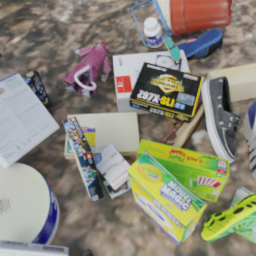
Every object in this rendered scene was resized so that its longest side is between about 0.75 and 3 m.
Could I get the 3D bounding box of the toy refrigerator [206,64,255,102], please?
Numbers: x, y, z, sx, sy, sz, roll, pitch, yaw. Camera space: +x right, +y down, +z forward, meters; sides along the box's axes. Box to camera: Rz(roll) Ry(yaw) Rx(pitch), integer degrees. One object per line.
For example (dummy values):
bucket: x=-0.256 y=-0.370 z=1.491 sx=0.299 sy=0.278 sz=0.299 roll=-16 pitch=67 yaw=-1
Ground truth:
toy refrigerator: x=4.120 y=-1.643 z=10.074 sx=2.566 sy=0.974 sz=0.898 roll=-11 pitch=55 yaw=-7

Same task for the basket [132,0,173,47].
basket: x=1.369 y=-4.608 z=11.692 sx=2.129 sy=1.481 sz=1.877 roll=-20 pitch=86 yaw=14

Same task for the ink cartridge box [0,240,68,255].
ink cartridge box: x=-2.182 y=3.415 z=5.906 sx=1.495 sy=0.441 sz=1.868 roll=12 pitch=90 yaw=-13

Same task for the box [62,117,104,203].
box: x=-1.180 y=0.876 z=7.486 sx=0.379 sy=2.009 sz=1.372 roll=-20 pitch=47 yaw=-14

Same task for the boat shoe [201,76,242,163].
boat shoe: x=3.021 y=-0.324 z=8.639 sx=0.964 sy=0.914 sz=2.758 roll=14 pitch=63 yaw=-42

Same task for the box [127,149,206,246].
box: x=0.840 y=1.692 z=6.469 sx=0.694 sy=2.867 sz=1.682 roll=-40 pitch=63 yaw=-18

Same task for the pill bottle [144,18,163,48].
pill bottle: x=0.878 y=-3.351 z=9.833 sx=0.590 sy=0.986 sz=0.590 roll=-6 pitch=66 yaw=15

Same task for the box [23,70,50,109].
box: x=-3.192 y=-0.880 z=9.214 sx=0.366 sy=1.464 sz=1.475 roll=10 pitch=56 yaw=10

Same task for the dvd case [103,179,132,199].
dvd case: x=-0.236 y=1.649 z=8.228 sx=0.827 sy=0.091 sz=0.603 roll=-23 pitch=58 yaw=-15

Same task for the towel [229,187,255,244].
towel: x=3.273 y=2.342 z=7.674 sx=0.963 sy=0.198 sz=1.291 roll=28 pitch=59 yaw=20

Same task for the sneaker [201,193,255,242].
sneaker: x=2.742 y=2.428 z=7.103 sx=1.876 sy=0.784 sz=0.695 roll=-33 pitch=13 yaw=10

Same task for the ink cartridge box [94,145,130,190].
ink cartridge box: x=-0.439 y=1.144 z=8.142 sx=0.767 sy=0.447 sz=1.061 roll=-38 pitch=68 yaw=-11

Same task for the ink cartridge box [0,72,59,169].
ink cartridge box: x=-3.222 y=-0.270 z=7.731 sx=2.039 sy=0.414 sz=2.035 roll=56 pitch=43 yaw=-11

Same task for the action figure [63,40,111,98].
action figure: x=-1.389 y=-2.285 z=9.938 sx=1.542 sy=1.714 sz=2.301 roll=29 pitch=77 yaw=-5

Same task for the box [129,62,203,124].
box: x=1.195 y=-1.144 z=8.803 sx=1.994 sy=0.492 sz=1.593 roll=17 pitch=64 yaw=9

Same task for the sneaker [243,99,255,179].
sneaker: x=4.585 y=0.389 z=8.651 sx=1.564 sy=1.094 sz=2.708 roll=7 pitch=61 yaw=1

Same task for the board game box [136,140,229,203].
board game box: x=1.415 y=1.199 z=7.813 sx=2.403 sy=1.221 sz=0.572 roll=13 pitch=41 yaw=9

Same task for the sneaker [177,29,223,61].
sneaker: x=2.706 y=-3.050 z=11.278 sx=2.320 sy=0.904 sz=0.814 roll=-23 pitch=56 yaw=10

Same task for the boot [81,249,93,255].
boot: x=-0.730 y=3.358 z=6.836 sx=0.761 sy=0.303 sz=0.924 roll=-39 pitch=60 yaw=-13

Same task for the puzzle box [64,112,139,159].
puzzle box: x=-0.839 y=0.216 z=9.141 sx=2.366 sy=0.301 sz=1.574 roll=-2 pitch=55 yaw=-1

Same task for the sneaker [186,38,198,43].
sneaker: x=3.033 y=-3.615 z=11.872 sx=1.351 sy=0.534 sz=0.644 roll=-7 pitch=36 yaw=-8

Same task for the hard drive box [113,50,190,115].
hard drive box: x=0.837 y=-1.600 z=9.938 sx=2.595 sy=0.997 sz=2.023 roll=-6 pitch=59 yaw=-4

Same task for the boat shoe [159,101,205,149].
boat shoe: x=1.750 y=-0.098 z=9.069 sx=0.856 sy=0.858 sz=2.377 roll=29 pitch=65 yaw=19

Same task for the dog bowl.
dog bowl: x=-3.188 y=2.247 z=7.227 sx=2.616 sy=1.030 sz=2.616 roll=0 pitch=54 yaw=0

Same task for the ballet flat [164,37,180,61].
ballet flat: x=1.510 y=-2.616 z=9.364 sx=0.338 sy=0.312 sz=1.001 roll=-27 pitch=69 yaw=16

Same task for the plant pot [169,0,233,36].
plant pot: x=2.918 y=-4.774 z=10.978 sx=2.111 sy=2.170 sz=2.170 roll=6 pitch=53 yaw=24
